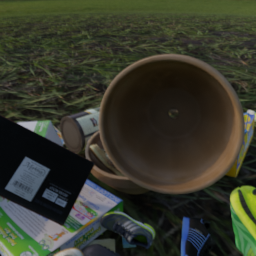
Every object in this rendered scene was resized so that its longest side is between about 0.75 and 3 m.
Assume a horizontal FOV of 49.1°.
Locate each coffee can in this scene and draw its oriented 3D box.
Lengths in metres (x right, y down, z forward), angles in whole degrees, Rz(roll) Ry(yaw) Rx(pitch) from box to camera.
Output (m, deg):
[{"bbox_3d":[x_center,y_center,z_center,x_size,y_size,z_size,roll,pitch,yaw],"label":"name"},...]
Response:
[{"bbox_3d":[-1.260,0.003,9.642,1.732,1.268,1.268,-21,35,-40],"label":"coffee can"}]

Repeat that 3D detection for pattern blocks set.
[{"bbox_3d":[-0.867,2.791,5.975,2.135,0.173,1.877,2,26,5],"label":"pattern blocks set"}]

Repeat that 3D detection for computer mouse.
[{"bbox_3d":[0.093,2.828,5.037,2.706,0.461,0.793,13,33,31],"label":"computer mouse"}]

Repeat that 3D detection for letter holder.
[{"bbox_3d":[-2.344,0.930,6.086,2.677,1.903,1.346,28,66,-6],"label":"letter holder"}]

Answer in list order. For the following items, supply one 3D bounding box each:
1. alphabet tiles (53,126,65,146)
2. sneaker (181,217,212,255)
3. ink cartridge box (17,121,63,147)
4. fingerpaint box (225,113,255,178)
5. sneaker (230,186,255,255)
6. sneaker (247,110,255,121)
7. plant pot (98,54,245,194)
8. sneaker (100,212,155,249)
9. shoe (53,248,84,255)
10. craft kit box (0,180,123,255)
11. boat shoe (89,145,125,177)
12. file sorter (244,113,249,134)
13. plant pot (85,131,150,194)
[{"bbox_3d":[-3.460,0.453,10.139,2.189,0.083,2.631,-18,35,-34],"label":"alphabet tiles"},{"bbox_3d":[1.480,2.563,6.007,0.653,0.588,1.676,-1,27,14],"label":"sneaker"},{"bbox_3d":[-2.873,0.452,7.983,1.655,1.209,0.698,-2,50,7],"label":"ink cartridge box"},{"bbox_3d":[2.835,0.338,9.423,2.208,0.971,2.647,11,31,29],"label":"fingerpaint box"},{"bbox_3d":[2.762,2.444,5.551,0.944,1.065,2.549,-12,57,2],"label":"sneaker"},{"bbox_3d":[5.414,-0.452,11.706,0.468,0.338,0.892,-2,34,-28],"label":"sneaker"},{"bbox_3d":[0.956,-0.164,6.256,2.980,2.980,1.376,8,22,14],"label":"plant pot"},{"bbox_3d":[-0.009,2.235,6.120,1.268,0.468,0.513,18,11,3],"label":"sneaker"},{"bbox_3d":[-1.447,2.745,4.584,1.818,0.636,0.485,-39,3,-18],"label":"shoe"},{"bbox_3d":[-1.920,2.028,6.747,2.620,0.636,2.587,21,30,39],"label":"craft kit box"},{"bbox_3d":[-0.419,0.947,7.791,0.494,1.577,0.578,-48,19,-9],"label":"boat shoe"},{"bbox_3d":[2.944,-0.218,8.554,0.818,0.723,1.179,-25,36,-37],"label":"file sorter"},{"bbox_3d":[0.212,0.981,8.046,2.729,1.260,2.729,-4,33,2],"label":"plant pot"}]
